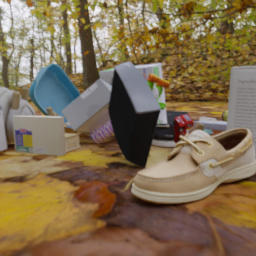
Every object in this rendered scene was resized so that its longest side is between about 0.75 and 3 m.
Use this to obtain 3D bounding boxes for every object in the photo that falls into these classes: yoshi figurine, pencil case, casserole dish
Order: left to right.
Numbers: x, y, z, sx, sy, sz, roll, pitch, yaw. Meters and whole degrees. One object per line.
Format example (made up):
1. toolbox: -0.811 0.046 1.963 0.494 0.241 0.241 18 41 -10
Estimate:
1. casserole dish: -2.670 -1.047 10.614 0.576 1.798 2.968 3 -34 28
2. pencil case: -0.640 0.039 8.795 1.190 0.509 0.499 -29 -15 16
3. yoshi figurine: 0.619 -0.701 8.096 0.883 1.571 0.879 29 14 7

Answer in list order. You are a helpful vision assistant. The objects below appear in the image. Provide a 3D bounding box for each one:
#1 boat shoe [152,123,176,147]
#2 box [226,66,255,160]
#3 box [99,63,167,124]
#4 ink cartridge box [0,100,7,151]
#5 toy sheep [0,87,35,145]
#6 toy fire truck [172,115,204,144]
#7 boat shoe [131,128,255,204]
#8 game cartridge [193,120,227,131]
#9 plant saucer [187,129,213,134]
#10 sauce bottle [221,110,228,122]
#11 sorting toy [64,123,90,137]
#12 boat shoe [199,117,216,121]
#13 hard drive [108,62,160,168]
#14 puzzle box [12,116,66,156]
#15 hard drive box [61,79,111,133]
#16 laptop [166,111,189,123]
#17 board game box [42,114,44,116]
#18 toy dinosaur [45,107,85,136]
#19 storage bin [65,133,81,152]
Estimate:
1. boat shoe: 0.567 0.078 9.091 0.929 0.759 2.516 -1 7 -41
2. box: 3.755 -0.344 6.793 2.442 2.092 2.430 6 8 24
3. box: 0.259 -1.134 11.003 2.204 2.498 1.208 0 17 24
4. ink cartridge box: -4.081 -0.261 6.801 1.410 1.922 1.403 0 11 16
5. toy sheep: -3.772 -0.374 8.396 2.760 1.903 1.903 11 8 2
6. toy fire truck: 1.661 0.107 7.395 0.947 1.343 0.327 -22 51 -10
7. boat shoe: 1.208 0.507 4.798 2.779 0.961 1.025 -9 13 -38
8. game cartridge: 3.895 -0.112 12.655 1.182 0.369 1.775 -1 6 -41
9. plant saucer: 2.436 0.202 10.736 1.879 0.178 0.657 -7 10 -39
10. sauce bottle: 5.740 -0.522 14.237 0.723 0.723 2.233 -3 6 -24
11. sorting toy: -1.541 -0.013 10.558 1.422 0.259 1.316 21 12 11
12. boat shoe: 4.285 -0.412 15.151 0.908 0.327 0.311 -2 -7 -2
13. hard drive: 0.015 -0.419 6.527 0.518 1.650 2.446 1 34 -17
14. puzzle box: -2.362 0.184 7.391 1.518 1.010 0.193 3 11 20
15. hard drive box: -0.923 -0.598 9.202 1.607 0.792 2.063 -38 -12 9
16. laptop: 1.816 -0.119 13.544 2.137 1.323 2.282 3 36 26
17. board game box: -2.552 -0.545 12.200 2.276 0.341 1.087 10 44 0
18. toy dinosaur: -2.337 0.089 9.674 1.390 0.800 2.748 3 -15 18
19. storage bin: -1.985 0.405 8.100 0.884 0.414 0.878 3 8 20
